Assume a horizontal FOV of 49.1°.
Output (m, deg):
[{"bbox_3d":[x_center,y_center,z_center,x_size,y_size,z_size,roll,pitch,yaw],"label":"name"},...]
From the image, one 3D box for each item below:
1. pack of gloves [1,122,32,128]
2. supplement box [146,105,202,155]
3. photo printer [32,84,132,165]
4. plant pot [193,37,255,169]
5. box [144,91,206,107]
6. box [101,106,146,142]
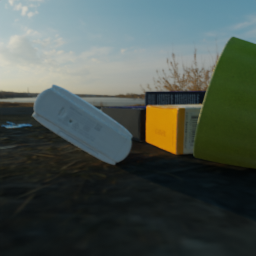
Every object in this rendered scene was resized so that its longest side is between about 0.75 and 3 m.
[{"bbox_3d":[-4.533,-0.146,11.413,0.884,0.208,1.052,4,7,42],"label":"pack of gloves"},{"bbox_3d":[1.900,-0.053,6.430,2.599,0.956,1.638,-1,6,-19],"label":"supplement box"},{"bbox_3d":[-0.876,-0.114,5.271,1.680,0.701,2.019,33,-2,-13],"label":"photo printer"},{"bbox_3d":[2.333,-0.137,4.174,2.129,1.992,1.992,19,13,22],"label":"plant pot"},{"bbox_3d":[2.294,-0.949,13.058,2.824,1.473,2.089,0,5,11],"label":"box"},{"bbox_3d":[0.395,-0.197,8.473,1.630,0.911,2.309,-7,8,-31],"label":"box"}]
